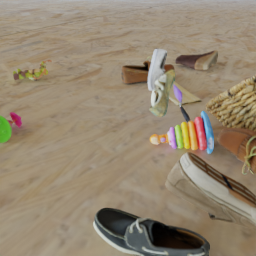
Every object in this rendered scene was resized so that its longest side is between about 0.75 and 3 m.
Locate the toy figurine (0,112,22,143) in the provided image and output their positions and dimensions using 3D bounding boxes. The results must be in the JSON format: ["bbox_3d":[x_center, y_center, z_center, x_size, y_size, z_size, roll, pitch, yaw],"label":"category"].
[{"bbox_3d":[-3.181,-0.065,7.218,0.955,0.717,0.879,-18,12,17],"label":"toy figurine"}]

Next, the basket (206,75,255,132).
[{"bbox_3d":[3.563,-0.918,6.739,2.659,1.898,1.981,-19,49,-20],"label":"basket"}]

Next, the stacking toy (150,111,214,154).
[{"bbox_3d":[1.228,0.194,6.606,1.453,0.843,0.797,-8,37,10],"label":"stacking toy"}]

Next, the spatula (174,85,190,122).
[{"bbox_3d":[1.390,-0.594,7.251,0.143,0.394,1.393,-9,43,3],"label":"spatula"}]

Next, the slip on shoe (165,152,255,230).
[{"bbox_3d":[1.534,1.191,4.450,2.085,0.632,0.793,33,18,-15],"label":"slip on shoe"}]

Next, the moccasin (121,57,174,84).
[{"bbox_3d":[0.733,-2.147,10.300,2.042,0.788,0.747,-7,32,-11],"label":"moccasin"}]

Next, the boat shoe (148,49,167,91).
[{"bbox_3d":[0.958,-1.844,8.995,0.442,1.352,0.497,15,18,24],"label":"boat shoe"}]

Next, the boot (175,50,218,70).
[{"bbox_3d":[2.942,-2.984,11.848,1.424,0.619,1.712,20,40,26],"label":"boot"}]

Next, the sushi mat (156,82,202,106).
[{"bbox_3d":[1.591,-1.212,9.421,0.882,0.112,1.843,-12,33,-18],"label":"sushi mat"}]

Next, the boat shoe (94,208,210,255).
[{"bbox_3d":[0.298,1.595,4.279,1.897,0.642,0.681,16,34,28],"label":"boat shoe"}]

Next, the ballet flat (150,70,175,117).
[{"bbox_3d":[0.856,-0.966,7.143,0.500,0.500,1.413,10,69,16],"label":"ballet flat"}]

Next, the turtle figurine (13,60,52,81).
[{"bbox_3d":[-3.496,-2.065,10.442,1.299,0.519,1.610,-4,38,8],"label":"turtle figurine"}]

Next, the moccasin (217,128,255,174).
[{"bbox_3d":[2.686,0.628,5.654,1.920,0.702,0.741,38,38,21],"label":"moccasin"}]
